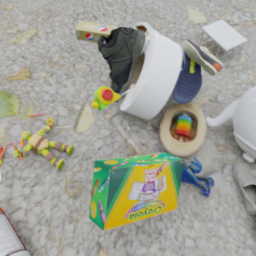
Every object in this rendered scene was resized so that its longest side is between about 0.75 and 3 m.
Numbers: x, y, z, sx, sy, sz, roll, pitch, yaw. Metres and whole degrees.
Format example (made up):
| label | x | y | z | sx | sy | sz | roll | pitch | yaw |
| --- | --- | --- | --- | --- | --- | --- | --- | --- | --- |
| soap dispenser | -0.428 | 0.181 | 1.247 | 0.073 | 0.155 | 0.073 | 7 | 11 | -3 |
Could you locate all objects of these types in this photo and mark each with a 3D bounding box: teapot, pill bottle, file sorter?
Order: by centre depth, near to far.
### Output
| label | x | y | z | sx | sy | sz | roll | pitch | yaw |
| --- | --- | --- | --- | --- | --- | --- | --- | --- | --- |
| pill bottle | -3.530 | 3.422 | 7.435 | 1.459 | 1.459 | 2.662 | -35 | 64 | -20 |
| teapot | 4.598 | 0.241 | 9.084 | 2.932 | 2.169 | 2.971 | 25 | 16 | -22 |
| file sorter | 4.066 | -3.716 | 12.259 | 1.118 | 1.004 | 1.612 | -26 | 61 | -16 |

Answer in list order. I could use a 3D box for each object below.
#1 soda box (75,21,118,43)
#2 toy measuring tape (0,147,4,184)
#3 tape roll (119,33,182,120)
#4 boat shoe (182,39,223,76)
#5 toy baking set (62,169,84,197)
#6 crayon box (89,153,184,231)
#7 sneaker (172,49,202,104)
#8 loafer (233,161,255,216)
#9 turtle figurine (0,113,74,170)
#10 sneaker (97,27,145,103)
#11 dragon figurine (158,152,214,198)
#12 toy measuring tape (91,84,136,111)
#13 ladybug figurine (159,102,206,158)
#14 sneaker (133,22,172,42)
| label | x | y | z | sx | sy | sz | roll | pitch | yaw |
| --- | --- | --- | --- | --- | --- | --- | --- | --- | --- |
| soda box | -1.433 | -4.374 | 12.916 | 1.892 | 0.606 | 0.641 | 12 | 59 | 7 |
| toy measuring tape | -4.499 | 1.100 | 9.466 | 0.584 | 0.584 | 1.588 | -14 | 59 | -9 |
| tape roll | 0.702 | -1.777 | 9.797 | 1.007 | 2.880 | 2.880 | 19 | 57 | -15 |
| boat shoe | 2.375 | -2.312 | 8.936 | 1.498 | 0.533 | 0.469 | 43 | 79 | 2 |
| toy baking set | -1.732 | 1.734 | 8.903 | 0.684 | 0.104 | 0.891 | 9 | 78 | -28 |
| crayon box | 0.273 | 1.531 | 7.224 | 2.509 | 1.490 | 0.731 | -2 | 14 | -39 |
| sneaker | 1.954 | -1.709 | 9.641 | 0.912 | 1.014 | 2.467 | 24 | 58 | -9 |
| loafer | 3.852 | 1.842 | 8.935 | 0.634 | 0.633 | 1.813 | -7 | 58 | -4 |
| turtle figurine | -3.012 | 0.680 | 9.572 | 1.966 | 0.785 | 2.437 | 29 | 48 | 6 |
| sneaker | -0.506 | -2.166 | 9.518 | 1.490 | 2.601 | 0.994 | 10 | 30 | -18 |
| dragon figurine | 1.880 | 1.325 | 8.730 | 1.118 | 2.249 | 0.662 | -3 | 44 | 44 |
| toy measuring tape | -0.475 | -1.054 | 8.187 | 0.603 | 0.603 | 1.639 | 39 | 55 | 22 |
| ladybug figurine | 1.910 | 0.080 | 9.927 | 1.579 | 0.837 | 2.326 | 16 | 59 | 9 |
| sneaker | 1.059 | -3.739 | 11.897 | 2.033 | 0.778 | 0.821 | 40 | 30 | 14 |
